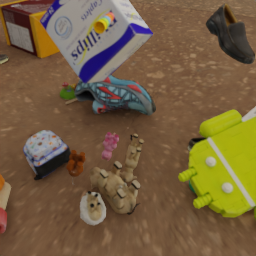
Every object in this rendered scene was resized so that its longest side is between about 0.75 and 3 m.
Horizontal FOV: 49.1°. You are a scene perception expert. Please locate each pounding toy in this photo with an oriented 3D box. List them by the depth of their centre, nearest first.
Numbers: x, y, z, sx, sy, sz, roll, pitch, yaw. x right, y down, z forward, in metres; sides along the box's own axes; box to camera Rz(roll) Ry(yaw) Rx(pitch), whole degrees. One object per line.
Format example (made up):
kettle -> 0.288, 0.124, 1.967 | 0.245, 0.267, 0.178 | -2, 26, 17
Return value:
pounding toy -> -1.862, -1.228, 9.154 | 0.717, 0.431, 0.929 | -16, 40, -20

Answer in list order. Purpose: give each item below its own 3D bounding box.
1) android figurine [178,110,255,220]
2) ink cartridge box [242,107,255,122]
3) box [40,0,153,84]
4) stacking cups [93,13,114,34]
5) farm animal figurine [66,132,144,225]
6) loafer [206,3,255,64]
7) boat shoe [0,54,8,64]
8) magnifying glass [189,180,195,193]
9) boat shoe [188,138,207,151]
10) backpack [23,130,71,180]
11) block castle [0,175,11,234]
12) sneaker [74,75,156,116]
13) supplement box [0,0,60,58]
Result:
android figurine -> 2.366, 0.763, 5.771 | 2.640, 0.542, 2.403 | -22, 62, -4
ink cartridge box -> 4.119, -0.148, 7.284 | 2.526, 0.857, 1.465 | -32, 41, -33
box -> -0.802, -2.469, 6.899 | 2.027, 1.864, 1.063 | 54, 29, 2
stacking cups -> -0.457, -2.091, 5.558 | 0.241, 0.241, 0.797 | 8, 35, 10
farm animal figurine -> -0.333, 1.040, 5.906 | 1.828, 0.953, 1.808 | -10, 50, -25
loafer -> 2.578, -2.321, 6.887 | 0.658, 0.653, 1.808 | -7, 56, -30
boat shoe -> -5.526, -2.751, 11.099 | 1.431, 0.464, 0.524 | -20, 42, -24
magnifying glass -> 2.098, 1.328, 6.064 | 1.536, 0.172, 0.611 | 13, 39, 15
boat shoe -> 2.045, 0.394, 7.152 | 1.010, 0.304, 0.360 | -6, 38, -8
backpack -> -1.970, 0.545, 6.610 | 1.064, 0.820, 1.014 | -29, 36, -28
block castle -> -3.691, 1.218, 4.778 | 2.862, 1.912, 1.343 | -5, 39, -4
sneaker -> -0.465, -0.797, 8.393 | 2.676, 1.061, 1.278 | 25, 67, 26
supplement box -> -3.796, -4.626, 12.506 | 2.582, 1.714, 2.546 | 26, 45, 30
